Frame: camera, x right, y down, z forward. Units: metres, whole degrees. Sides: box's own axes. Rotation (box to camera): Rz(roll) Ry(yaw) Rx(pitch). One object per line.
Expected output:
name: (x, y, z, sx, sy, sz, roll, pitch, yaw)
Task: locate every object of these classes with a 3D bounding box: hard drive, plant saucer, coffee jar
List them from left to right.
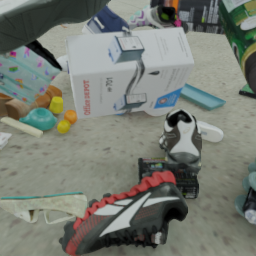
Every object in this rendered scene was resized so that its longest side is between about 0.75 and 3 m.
plant saucer: (2.485, -1.269, 10.675, 0.856, 0.232, 2.448, -20, 36, -29)
coffee jar: (2.460, -1.658, 5.359, 0.888, 1.086, 2.082, -19, 56, 18)
hard drive: (4.994, -1.354, 10.801, 1.173, 0.222, 0.819, 24, 39, 33)

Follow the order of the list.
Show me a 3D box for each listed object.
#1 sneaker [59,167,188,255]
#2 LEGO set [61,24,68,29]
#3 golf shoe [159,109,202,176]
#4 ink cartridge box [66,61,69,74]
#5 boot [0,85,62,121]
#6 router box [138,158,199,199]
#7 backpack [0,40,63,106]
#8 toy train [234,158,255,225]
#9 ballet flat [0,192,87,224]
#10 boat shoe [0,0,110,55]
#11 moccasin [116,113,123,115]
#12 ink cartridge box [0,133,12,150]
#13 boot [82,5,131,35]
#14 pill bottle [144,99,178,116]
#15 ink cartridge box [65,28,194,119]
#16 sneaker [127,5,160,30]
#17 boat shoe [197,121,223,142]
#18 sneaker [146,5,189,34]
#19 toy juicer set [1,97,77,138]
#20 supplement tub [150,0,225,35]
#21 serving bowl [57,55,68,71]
sneaker: (0.036, 1.724, 5.091, 2.493, 0.881, 1.218, -23, 50, -19)
LEGO set: (-1.850, -3.903, 8.638, 0.706, 1.535, 0.571, -29, 66, -31)
golf shoe: (1.357, 0.126, 6.968, 1.064, 1.293, 2.737, 2, 12, 1)
ink cartridge box: (-1.232, -2.434, 11.488, 2.424, 0.493, 2.429, -3, 7, -5)
boot: (-3.841, -1.186, 9.790, 2.638, 1.012, 2.048, 14, 32, 27)
router box: (0.890, 1.143, 6.520, 1.326, 0.412, 0.994, 1, 32, 1)
backpack: (-2.793, -1.648, 6.300, 1.595, 2.520, 2.103, -48, 56, 4)
toy train: (3.252, 1.219, 5.885, 1.453, 1.087, 2.550, 26, 39, 21)
ballet flat: (-1.274, 1.185, 4.084, 1.355, 0.457, 0.422, -6, 71, 9)
boat shoe: (-1.003, -1.749, 3.576, 2.302, 0.848, 0.738, -38, 80, -23)
moccasin: (-0.744, -0.973, 9.847, 1.644, 0.561, 0.661, 17, 35, 26)
ink cartridge box: (-3.811, 0.400, 7.803, 1.019, 0.346, 0.587, 5, 32, 8)
boot: (-0.162, -2.093, 6.953, 2.013, 0.909, 0.732, 43, 17, -2)
pill bottle: (0.526, -1.530, 9.902, 1.438, 1.438, 2.557, -17, 35, -25)
ink cartridge box: (-0.032, -0.916, 4.913, 1.922, 1.407, 0.825, -9, 66, -10)
sneaker: (0.906, -3.966, 10.703, 1.881, 1.315, 0.731, -29, 5, 28)
boat shoe: (2.165, 0.016, 8.356, 1.375, 0.495, 0.471, 15, 19, 28)
sneaker: (1.068, -2.626, 6.849, 1.239, 0.457, 0.542, 16, -11, -28)
toy juicer set: (-2.523, -0.130, 8.586, 1.383, 0.592, 2.175, 36, 40, 18)
supplement tub: (1.737, -3.212, 7.509, 2.230, 1.193, 1.193, 11, 33, 12)
serving bowl: (-2.848, -3.235, 13.636, 1.480, 0.487, 1.480, 0, 31, 0)
